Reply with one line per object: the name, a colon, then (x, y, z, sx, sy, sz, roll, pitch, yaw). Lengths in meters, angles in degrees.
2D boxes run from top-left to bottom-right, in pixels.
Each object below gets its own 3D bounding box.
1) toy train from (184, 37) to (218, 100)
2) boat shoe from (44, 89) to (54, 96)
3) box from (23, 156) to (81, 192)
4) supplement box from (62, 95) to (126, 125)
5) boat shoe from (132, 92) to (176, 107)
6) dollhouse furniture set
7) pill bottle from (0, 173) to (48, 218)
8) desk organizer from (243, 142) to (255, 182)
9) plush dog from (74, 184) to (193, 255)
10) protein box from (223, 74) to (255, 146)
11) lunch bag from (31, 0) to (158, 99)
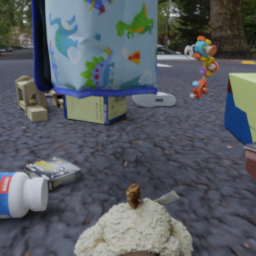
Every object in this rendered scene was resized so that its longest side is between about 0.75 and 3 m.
toy train: (1.559, -1.207, 5.739, 0.347, 1.249, 0.938, 17, 54, 39)
boat shoe: (-3.519, -2.076, 15.248, 2.396, 0.849, 0.831, -11, 19, -5)
box: (-1.705, 0.989, 6.272, 0.851, 0.260, 1.075, -16, 24, -41)
supplement box: (-1.290, -1.389, 10.810, 2.079, 2.082, 1.397, 9, 19, 26)
boat shoe: (1.189, -1.387, 13.163, 2.035, 0.732, 0.669, -1, 12, -5)
dollhouse furniture set: (-3.305, -1.401, 11.933, 2.292, 1.441, 2.592, -10, 20, -30)
pill bottle: (-2.145, 1.162, 4.849, 1.382, 0.776, 0.776, -2, 17, -4)
desk organizer: (3.541, 0.706, 5.843, 2.715, 1.045, 0.974, -13, 21, -35)
plush dog: (0.147, 1.566, 3.247, 1.613, 1.294, 1.385, -2, 41, -7)
protein box: (4.763, -0.540, 8.400, 2.795, 1.886, 2.774, 0, 17, 0)
lunch bag: (-0.870, -1.910, 5.373, 1.873, 2.499, 2.939, -5, 14, -29)
